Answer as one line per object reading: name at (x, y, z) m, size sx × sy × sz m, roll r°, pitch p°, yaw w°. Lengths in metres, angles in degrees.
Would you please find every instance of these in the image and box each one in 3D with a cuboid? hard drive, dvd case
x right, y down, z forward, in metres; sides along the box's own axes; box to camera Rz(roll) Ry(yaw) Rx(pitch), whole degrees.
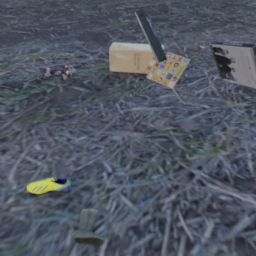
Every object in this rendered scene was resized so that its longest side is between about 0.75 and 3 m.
hard drive at (0.693, -2.617, 8.114) m, size 0.244 × 1.487 × 1.037 m, roll -24°, pitch 7°, yaw 17°
dvd case at (3.074, -1.795, 7.940) m, size 0.207 × 1.260 × 1.676 m, roll -34°, pitch 28°, yaw -9°

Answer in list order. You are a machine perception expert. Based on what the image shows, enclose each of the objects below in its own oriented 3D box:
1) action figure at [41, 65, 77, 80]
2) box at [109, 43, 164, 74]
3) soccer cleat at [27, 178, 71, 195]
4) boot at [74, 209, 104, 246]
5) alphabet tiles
action figure at (-3.657, -2.990, 14.986) m, size 1.830 × 0.635 × 1.190 m, roll -3°, pitch 28°, yaw -10°
box at (0.479, -3.851, 15.535) m, size 2.889 × 1.372 × 1.123 m, roll 4°, pitch 36°, yaw 8°
soccer cleat at (-2.361, 1.672, 8.371) m, size 1.314 × 0.550 × 0.425 m, roll -2°, pitch 35°, yaw -2°
boot at (-0.939, 2.578, 7.345) m, size 0.844 × 0.337 × 0.928 m, roll 7°, pitch 29°, yaw 7°
alphabet tiles at (1.335, -2.175, 10.169) m, size 1.452 × 0.055 × 1.214 m, roll 30°, pitch 87°, yaw 34°
